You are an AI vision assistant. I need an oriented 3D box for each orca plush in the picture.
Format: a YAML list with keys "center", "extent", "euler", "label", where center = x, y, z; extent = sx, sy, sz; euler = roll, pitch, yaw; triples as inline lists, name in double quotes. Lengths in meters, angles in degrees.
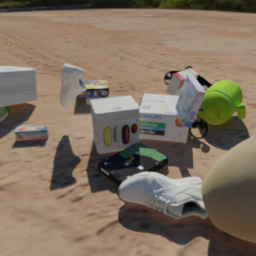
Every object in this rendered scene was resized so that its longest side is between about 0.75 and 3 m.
- center: [3.405, -2.882, 15.689]
  extent: [1.569, 1.060, 2.981]
  euler: [-25, 38, -37]
  label: "orca plush"

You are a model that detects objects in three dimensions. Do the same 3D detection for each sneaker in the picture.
- center: [-2.094, -1.469, 10.822]
  extent: [0.940, 2.125, 0.799]
  euler: [9, 53, -7]
  label: "sneaker"
- center: [1.011, 1.852, 7.565]
  extent: [2.598, 0.914, 1.041]
  euler: [2, 33, 2]
  label: "sneaker"

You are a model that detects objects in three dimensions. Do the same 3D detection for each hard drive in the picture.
- center: [0.181, 1.200, 9.224]
  extent: [1.986, 0.376, 1.387]
  euler: [-26, 39, -37]
  label: "hard drive"

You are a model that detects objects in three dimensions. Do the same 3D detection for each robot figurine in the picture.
- center: [3.942, -1.100, 12.032]
  extent: [2.269, 1.496, 2.586]
  euler: [21, 39, 30]
  label: "robot figurine"

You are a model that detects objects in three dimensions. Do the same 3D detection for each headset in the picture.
- center: [2.761, -0.161, 10.874]
  extent: [0.733, 1.187, 0.558]
  euler: [4, 6, 34]
  label: "headset"

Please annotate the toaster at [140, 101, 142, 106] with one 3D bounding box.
- center: [1.141, -1.025, 12.837]
  extent: [0.788, 0.693, 1.220]
  euler: [22, 35, 27]
  label: "toaster"

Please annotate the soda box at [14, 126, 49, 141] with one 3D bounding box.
- center: [-3.746, 0.203, 10.923]
  extent: [1.229, 0.420, 0.391]
  euler: [-4, 30, -7]
  label: "soda box"

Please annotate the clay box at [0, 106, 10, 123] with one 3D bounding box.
- center: [-6.469, -0.641, 12.335]
  extent: [2.048, 0.487, 1.177]
  euler: [2, 30, 4]
  label: "clay box"

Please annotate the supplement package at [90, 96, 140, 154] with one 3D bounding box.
- center: [-0.487, -0.137, 10.282]
  extent: [1.579, 1.652, 1.215]
  euler: [-8, 31, -13]
  label: "supplement package"

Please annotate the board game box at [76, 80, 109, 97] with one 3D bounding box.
- center: [-1.849, -2.057, 14.473]
  extent: [1.609, 0.411, 2.375]
  euler: [-3, 19, -6]
  label: "board game box"

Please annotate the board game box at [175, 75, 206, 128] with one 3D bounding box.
- center: [2.030, -0.905, 9.332]
  extent: [0.286, 1.312, 1.318]
  euler: [8, 32, -11]
  label: "board game box"

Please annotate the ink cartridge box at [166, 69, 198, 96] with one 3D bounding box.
- center: [2.826, -2.351, 14.596]
  extent: [1.537, 1.115, 0.641]
  euler: [-26, 58, -38]
  label: "ink cartridge box"

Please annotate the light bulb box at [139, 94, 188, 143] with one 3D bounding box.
- center: [1.434, -0.432, 11.223]
  extent: [1.917, 1.207, 1.934]
  euler: [5, 29, 9]
  label: "light bulb box"

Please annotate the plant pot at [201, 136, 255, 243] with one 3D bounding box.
- center: [2.805, 1.661, 6.813]
  extent: [1.695, 2.524, 2.524]
  euler: [-25, 19, 27]
  label: "plant pot"

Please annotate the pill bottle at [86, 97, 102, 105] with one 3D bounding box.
- center: [-1.632, -1.332, 13.637]
  extent: [0.754, 0.410, 0.410]
  euler: [1, 30, 2]
  label: "pill bottle"

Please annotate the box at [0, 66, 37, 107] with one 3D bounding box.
- center: [-5.912, -1.977, 12.959]
  extent: [2.386, 1.560, 2.374]
  euler: [9, 16, 24]
  label: "box"
